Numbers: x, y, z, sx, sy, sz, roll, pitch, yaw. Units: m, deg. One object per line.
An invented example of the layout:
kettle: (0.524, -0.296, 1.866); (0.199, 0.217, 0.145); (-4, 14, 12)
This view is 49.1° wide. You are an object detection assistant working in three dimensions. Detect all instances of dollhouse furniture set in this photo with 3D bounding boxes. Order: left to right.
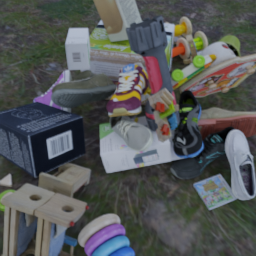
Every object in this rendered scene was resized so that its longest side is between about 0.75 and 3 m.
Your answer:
dollhouse furniture set: (-1.614, 2.137, 6.854); (1.630, 1.639, 2.326); (14, 17, 15)

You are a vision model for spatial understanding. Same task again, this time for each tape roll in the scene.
tape roll: (3.303, -2.711, 11.816); (1.377, 0.455, 1.377); (-8, 45, 8)

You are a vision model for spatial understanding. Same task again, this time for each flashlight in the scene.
flashlight: (0.643, -1.285, 7.338); (0.984, 2.897, 0.981); (5, 40, 34)

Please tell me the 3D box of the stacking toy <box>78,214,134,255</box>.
stacking toy: (-0.092, 3.177, 5.981); (1.084, 1.084, 2.538); (-23, 55, -21)

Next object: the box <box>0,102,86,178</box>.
box: (-2.623, 0.203, 8.008); (2.287, 1.224, 1.697); (19, 30, 38)

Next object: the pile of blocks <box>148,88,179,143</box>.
pile of blocks: (0.910, -0.169, 6.494); (0.641, 1.562, 0.485); (-12, 47, 7)

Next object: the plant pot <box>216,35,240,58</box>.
plant pot: (3.436, -2.697, 9.841); (1.176, 1.176, 1.117); (20, 47, 18)

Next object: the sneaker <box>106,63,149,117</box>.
sneaker: (-0.022, -1.155, 7.969); (0.997, 1.199, 2.661); (-3, 20, 14)

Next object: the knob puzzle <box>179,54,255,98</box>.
knob puzzle: (2.947, -1.459, 9.144); (2.953, 2.953, 0.409); (-15, 76, -14)

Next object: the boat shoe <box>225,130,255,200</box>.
boat shoe: (3.123, 0.972, 7.660); (0.700, 0.666, 1.945); (7, 75, -9)

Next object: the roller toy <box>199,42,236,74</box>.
roller toy: (2.936, -2.157, 9.203); (1.112, 1.219, 0.851); (-23, 63, -1)

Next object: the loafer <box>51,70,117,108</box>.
loafer: (-1.375, -1.220, 8.455); (2.438, 0.917, 0.849); (-16, 74, -53)

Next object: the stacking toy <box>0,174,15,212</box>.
stacking toy: (-3.724, 1.777, 7.565); (1.310, 0.611, 1.447); (-23, 51, -20)

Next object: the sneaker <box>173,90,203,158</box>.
sneaker: (1.685, -0.148, 8.269); (0.887, 1.037, 2.502); (-11, 43, 25)

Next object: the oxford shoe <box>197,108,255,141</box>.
oxford shoe: (3.316, -0.317, 9.308); (2.888, 1.022, 1.066); (-2, 45, -3)

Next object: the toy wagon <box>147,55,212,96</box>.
toy wagon: (1.491, -1.464, 8.335); (2.017, 1.565, 0.399); (-34, 89, 3)

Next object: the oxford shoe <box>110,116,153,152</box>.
oxford shoe: (0.008, 0.065, 7.541); (0.716, 0.550, 1.904); (-52, 36, 2)

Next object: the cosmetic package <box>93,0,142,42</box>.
cosmetic package: (-0.449, -4.198, 9.173); (0.841, 2.367, 1.245); (2, 45, 30)

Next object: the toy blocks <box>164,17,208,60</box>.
toy blocks: (1.798, -3.818, 12.681); (2.777, 1.008, 2.314); (-22, 55, -11)

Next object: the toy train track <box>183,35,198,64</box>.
toy train track: (2.409, -2.662, 10.221); (0.957, 1.669, 0.272); (-8, 54, 23)

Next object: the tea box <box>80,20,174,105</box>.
tea box: (0.066, -2.595, 10.781); (2.989, 1.997, 2.940); (9, 47, 10)

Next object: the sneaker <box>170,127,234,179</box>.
sneaker: (2.267, 0.673, 8.397); (2.399, 0.951, 0.904); (-25, 49, -21)

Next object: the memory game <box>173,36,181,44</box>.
memory game: (2.294, -4.377, 13.877); (0.930, 0.059, 0.930); (1, 46, -1)

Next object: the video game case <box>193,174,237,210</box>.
video game case: (2.448, 1.794, 7.909); (0.925, 0.102, 0.842); (-17, 49, -15)

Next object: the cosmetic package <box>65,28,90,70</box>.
cosmetic package: (-1.371, -2.202, 7.732); (0.591, 0.749, 1.393); (-3, 36, -4)

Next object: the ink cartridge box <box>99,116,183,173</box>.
ink cartridge box: (0.430, 0.382, 8.418); (2.463, 0.829, 1.442); (-11, 40, 1)

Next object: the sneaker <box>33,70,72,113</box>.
sneaker: (-2.781, -1.287, 10.367); (1.376, 0.875, 2.413); (-3, 46, 1)
